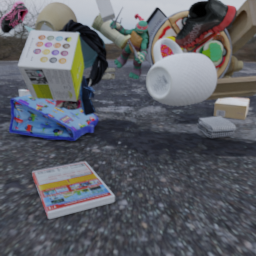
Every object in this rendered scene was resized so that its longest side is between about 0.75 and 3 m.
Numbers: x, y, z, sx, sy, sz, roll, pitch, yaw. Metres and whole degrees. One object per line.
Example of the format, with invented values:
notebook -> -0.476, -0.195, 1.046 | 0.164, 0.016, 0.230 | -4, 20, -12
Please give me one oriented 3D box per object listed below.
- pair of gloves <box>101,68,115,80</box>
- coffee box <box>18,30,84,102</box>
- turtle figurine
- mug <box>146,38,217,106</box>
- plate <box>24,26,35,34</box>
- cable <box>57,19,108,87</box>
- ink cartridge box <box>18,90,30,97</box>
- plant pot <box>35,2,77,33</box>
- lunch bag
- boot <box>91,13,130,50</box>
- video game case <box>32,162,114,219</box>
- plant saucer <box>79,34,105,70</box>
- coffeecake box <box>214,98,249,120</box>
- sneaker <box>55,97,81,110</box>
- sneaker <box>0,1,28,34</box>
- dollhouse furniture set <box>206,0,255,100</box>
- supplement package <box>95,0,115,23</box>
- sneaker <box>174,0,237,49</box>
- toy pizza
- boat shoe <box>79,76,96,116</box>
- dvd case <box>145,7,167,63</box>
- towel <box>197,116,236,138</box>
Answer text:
pair of gloves -> -0.934, -2.311, 11.871 | 0.774, 0.160, 0.911 | -2, 43, 2
coffee box -> -1.731, -1.446, 6.632 | 1.149, 1.162, 1.160 | 4, 59, 1
turtle figurine -> 0.213, -3.137, 10.548 | 1.305, 2.592, 1.940 | -23, 65, -22
mug -> 1.301, -1.548, 7.753 | 1.716, 1.957, 1.445 | -15, -5, -43
plate -> -2.759, -2.697, 9.151 | 0.203, 1.592, 1.592 | -38, 23, -1
cable -> -1.719, -2.683, 10.448 | 2.143, 2.627, 0.667 | -22, 31, -27
ink cartridge box -> -5.997, -1.946, 16.548 | 0.997, 0.543, 0.251 | 8, 19, 24
plant pot -> -2.949, -3.970, 10.947 | 1.570, 1.570, 1.677 | 2, 31, 5
lunch bag -> -2.617, -0.366, 10.740 | 2.885, 1.357, 2.172 | 14, 18, 13
boot -> -0.725, -4.334, 12.376 | 1.724, 0.804, 2.230 | 32, 23, -12
video game case -> -1.387, 1.380, 6.704 | 1.459, 0.178, 2.040 | -8, 19, -25
plant saucer -> -2.005, -3.301, 12.037 | 2.087, 2.087, 0.286 | -11, 62, -30
coffeecake box -> 4.948, -0.983, 13.332 | 1.371, 0.652, 1.786 | 8, 20, 25
sneaker -> -1.733, -0.851, 8.189 | 0.614, 0.663, 1.645 | 14, 1, -5
sneaker -> -3.992, -3.826, 9.886 | 0.611, 1.281, 0.506 | 43, 9, 21
dollhouse furniture set -> 3.247, -2.559, 9.650 | 2.419, 2.969, 2.823 | -6, -8, -7
supplement package -> -0.767, -4.011, 9.332 | 0.455, 0.759, 0.460 | -20, 0, 2
sneaker -> 1.994, -3.075, 8.224 | 1.099, 0.795, 2.250 | 23, -17, -24
toy pizza -> 2.245, -2.758, 10.062 | 2.981, 2.981, 0.472 | 1, 5, 3
boat shoe -> -1.240, -1.011, 8.554 | 0.449, 1.309, 0.551 | -10, 42, -9
dvd case -> 1.696, -4.070, 13.757 | 2.994, 2.136, 0.263 | 30, 13, -38
towel -> 3.283, -0.003, 10.544 | 1.007, 0.520, 1.216 | -6, 20, -12
